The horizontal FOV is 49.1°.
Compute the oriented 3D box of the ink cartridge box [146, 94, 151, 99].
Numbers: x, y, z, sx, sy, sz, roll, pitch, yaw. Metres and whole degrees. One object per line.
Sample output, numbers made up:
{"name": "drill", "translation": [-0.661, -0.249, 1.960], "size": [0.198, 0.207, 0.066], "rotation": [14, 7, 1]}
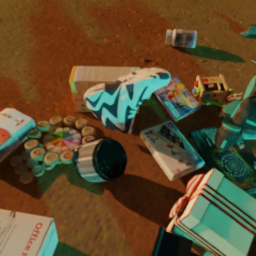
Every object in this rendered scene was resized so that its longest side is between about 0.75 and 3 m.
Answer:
{"name": "ink cartridge box", "translation": [0.320, -1.808, 11.181], "size": [1.394, 0.590, 1.007], "rotation": [16, 51, 11]}

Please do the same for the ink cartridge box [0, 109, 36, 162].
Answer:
{"name": "ink cartridge box", "translation": [-4.870, 0.011, 9.570], "size": [2.673, 0.670, 2.168], "rotation": [27, 54, 19]}

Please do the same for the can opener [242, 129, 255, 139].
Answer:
{"name": "can opener", "translation": [4.525, 0.227, 9.553], "size": [1.245, 0.414, 0.328], "rotation": [3, 78, -3]}

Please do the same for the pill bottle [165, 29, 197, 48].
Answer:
{"name": "pill bottle", "translation": [2.473, -4.201, 13.143], "size": [1.359, 0.773, 0.773], "rotation": [7, 49, 8]}

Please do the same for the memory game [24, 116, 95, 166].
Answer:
{"name": "memory game", "translation": [-2.224, 0.339, 9.308], "size": [2.376, 0.151, 2.376], "rotation": [2, 40, -2]}

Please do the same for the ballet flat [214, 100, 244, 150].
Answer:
{"name": "ballet flat", "translation": [3.248, -0.105, 8.881], "size": [0.927, 0.932, 2.725], "rotation": [26, 33, 22]}

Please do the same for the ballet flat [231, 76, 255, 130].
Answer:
{"name": "ballet flat", "translation": [3.881, -0.692, 8.458], "size": [0.975, 0.969, 2.851], "rotation": [31, 43, 15]}

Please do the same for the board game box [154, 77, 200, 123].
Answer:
{"name": "board game box", "translation": [1.772, -1.074, 10.382], "size": [1.042, 0.265, 1.540], "rotation": [-30, 64, -2]}

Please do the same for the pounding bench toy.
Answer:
{"name": "pounding bench toy", "translation": [3.077, -1.208, 10.477], "size": [1.096, 0.873, 1.405], "rotation": [-2, 49, -2]}

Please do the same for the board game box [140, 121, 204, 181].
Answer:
{"name": "board game box", "translation": [1.372, 0.674, 9.007], "size": [1.213, 0.333, 1.922], "rotation": [-18, 54, -22]}

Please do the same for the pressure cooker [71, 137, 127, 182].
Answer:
{"name": "pressure cooker", "translation": [-0.892, 0.964, 8.127], "size": [1.397, 1.229, 1.248], "rotation": [-16, 17, 47]}

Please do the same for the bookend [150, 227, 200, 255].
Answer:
{"name": "bookend", "translation": [1.279, 3.102, 6.290], "size": [1.570, 1.560, 0.723], "rotation": [16, 50, 12]}

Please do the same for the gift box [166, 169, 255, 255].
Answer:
{"name": "gift box", "translation": [1.950, 2.271, 6.961], "size": [1.698, 1.818, 1.678], "rotation": [37, 49, 9]}

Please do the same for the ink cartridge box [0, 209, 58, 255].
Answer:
{"name": "ink cartridge box", "translation": [-3.183, 2.973, 6.559], "size": [2.555, 1.070, 1.844], "rotation": [7, 40, 8]}

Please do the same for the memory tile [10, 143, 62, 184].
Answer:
{"name": "memory tile", "translation": [-2.908, 1.026, 9.026], "size": [1.536, 0.129, 1.177], "rotation": [-32, 57, -24]}

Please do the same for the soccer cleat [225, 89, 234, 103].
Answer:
{"name": "soccer cleat", "translation": [3.960, -1.035, 10.721], "size": [0.525, 0.406, 1.255], "rotation": [41, 38, -18]}

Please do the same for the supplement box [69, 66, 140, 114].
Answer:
{"name": "supplement box", "translation": [-0.777, -1.361, 10.178], "size": [2.408, 1.517, 0.885], "rotation": [1, 48, 2]}

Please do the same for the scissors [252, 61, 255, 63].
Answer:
{"name": "scissors", "translation": [5.872, -2.686, 12.279], "size": [1.176, 0.082, 0.430], "rotation": [29, 57, 21]}

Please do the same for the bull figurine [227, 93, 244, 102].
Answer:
{"name": "bull figurine", "translation": [4.010, -1.030, 10.007], "size": [1.023, 0.621, 0.333], "rotation": [-1, 82, -31]}

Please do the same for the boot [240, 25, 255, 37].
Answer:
{"name": "boot", "translation": [5.981, -4.841, 13.840], "size": [0.842, 0.550, 0.285], "rotation": [-5, 49, -4]}

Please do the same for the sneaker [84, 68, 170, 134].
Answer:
{"name": "sneaker", "translation": [0.155, -0.712, 8.980], "size": [2.790, 1.815, 1.114], "rotation": [-18, 27, 10]}

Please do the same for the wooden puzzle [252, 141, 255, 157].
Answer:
{"name": "wooden puzzle", "translation": [5.043, -0.235, 8.222], "size": [0.477, 2.370, 2.562], "rotation": [45, 53, -15]}

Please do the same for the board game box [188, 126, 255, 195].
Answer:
{"name": "board game box", "translation": [3.185, 0.981, 8.922], "size": [1.707, 0.355, 2.524], "rotation": [-11, 50, -9]}
